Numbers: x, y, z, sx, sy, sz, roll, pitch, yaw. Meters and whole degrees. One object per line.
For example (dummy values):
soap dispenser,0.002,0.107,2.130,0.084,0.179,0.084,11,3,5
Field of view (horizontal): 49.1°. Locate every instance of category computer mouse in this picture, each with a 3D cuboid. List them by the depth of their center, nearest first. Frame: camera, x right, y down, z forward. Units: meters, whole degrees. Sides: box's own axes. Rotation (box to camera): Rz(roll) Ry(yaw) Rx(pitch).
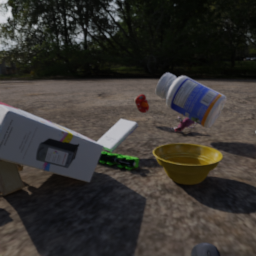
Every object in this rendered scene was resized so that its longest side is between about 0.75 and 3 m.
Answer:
computer mouse,1.133,2.057,3.749,0.474,0.275,1.618,2,14,4

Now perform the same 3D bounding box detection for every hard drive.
hard drive,-0.368,0.223,9.090,1.265,0.160,0.834,-45,35,-25

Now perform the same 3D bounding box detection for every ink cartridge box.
ink cartridge box,-2.194,0.334,6.993,2.530,1.083,1.867,24,-3,-38

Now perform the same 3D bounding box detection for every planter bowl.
planter bowl,1.503,0.982,7.235,1.752,0.730,1.752,1,14,0

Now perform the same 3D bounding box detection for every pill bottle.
pill bottle,2.387,-1.164,11.014,2.514,1.409,1.409,32,27,23

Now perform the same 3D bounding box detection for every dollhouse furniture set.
dollhouse furniture set,-3.364,1.318,6.894,1.611,0.787,1.374,-20,-2,37

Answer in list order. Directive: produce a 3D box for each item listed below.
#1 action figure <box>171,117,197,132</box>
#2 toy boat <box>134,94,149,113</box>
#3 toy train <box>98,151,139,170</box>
action figure,2.326,-0.045,11.963,0.764,0.687,1.026,41,51,18
toy boat,0.733,-1.122,13.354,0.589,0.902,0.590,-35,34,-17
toy train,-0.512,0.903,8.393,1.840,0.384,0.519,9,6,32
